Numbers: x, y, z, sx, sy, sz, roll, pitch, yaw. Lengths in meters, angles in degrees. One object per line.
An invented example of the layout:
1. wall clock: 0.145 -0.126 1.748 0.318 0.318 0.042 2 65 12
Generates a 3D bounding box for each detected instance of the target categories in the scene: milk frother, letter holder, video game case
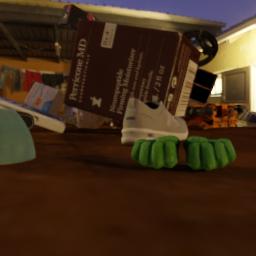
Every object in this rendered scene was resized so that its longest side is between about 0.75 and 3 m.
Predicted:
1. milk frother: 1.475 -2.434 9.254 2.510 2.361 2.265 -23 -40 13
2. letter holder: 1.837 -1.950 11.084 1.825 1.292 2.568 8 15 -45
3. video game case: -3.224 -0.534 8.247 2.660 0.342 2.926 21 -1 -16

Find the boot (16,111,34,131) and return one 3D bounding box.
1. boot: -2.029 0.034 4.409 1.446 0.522 1.092 -10 11 -40

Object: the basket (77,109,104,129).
1. basket: -1.204 -0.459 9.009 0.677 0.834 0.842 5 15 12

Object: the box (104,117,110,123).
1. box: -1.349 -1.094 12.427 0.551 1.068 1.832 19 -15 38

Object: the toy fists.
1. toy fists: 0.501 0.224 2.608 0.937 0.322 0.478 2 4 10

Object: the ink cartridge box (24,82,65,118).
1. ink cartridge box: -2.453 -0.843 7.991 1.241 0.714 0.421 21 -10 29

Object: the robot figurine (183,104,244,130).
1. robot figurine: 2.342 -0.380 9.144 1.959 0.786 2.702 -3 4 -28

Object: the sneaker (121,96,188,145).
1. sneaker: 0.585 -0.162 5.022 0.741 0.813 1.983 2 3 28

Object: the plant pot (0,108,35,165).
1. plant pot: -1.488 0.068 3.129 0.850 0.572 0.850 0 4 0

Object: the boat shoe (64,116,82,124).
1. boat shoe: -2.482 -0.343 12.643 0.405 0.349 1.110 2 4 36

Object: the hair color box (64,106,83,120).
1. hair color box: -2.588 -0.664 13.820 0.509 0.859 1.571 2 4 17

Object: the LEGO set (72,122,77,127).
1. LEGO set: -1.829 -0.204 10.676 0.664 0.290 1.023 -3 4 -37

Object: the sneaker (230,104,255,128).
1. sneaker: 4.048 -0.420 9.812 1.993 0.807 0.736 -1 3 -16

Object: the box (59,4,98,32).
1. box: -1.393 -3.020 7.911 0.899 0.549 0.477 13 6 -43

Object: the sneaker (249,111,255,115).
1. sneaker: 5.950 -0.500 14.485 1.599 0.605 0.735 -7 8 22

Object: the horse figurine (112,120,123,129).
1. horse figurine: -0.288 -1.219 9.618 0.695 2.784 1.845 31 -18 -21

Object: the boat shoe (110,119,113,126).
1. boat shoe: 0.494 -0.440 10.745 2.582 0.736 0.863 -2 3 -32

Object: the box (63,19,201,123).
1. box: 0.175 -1.297 7.228 2.626 2.179 2.157 17 11 23
